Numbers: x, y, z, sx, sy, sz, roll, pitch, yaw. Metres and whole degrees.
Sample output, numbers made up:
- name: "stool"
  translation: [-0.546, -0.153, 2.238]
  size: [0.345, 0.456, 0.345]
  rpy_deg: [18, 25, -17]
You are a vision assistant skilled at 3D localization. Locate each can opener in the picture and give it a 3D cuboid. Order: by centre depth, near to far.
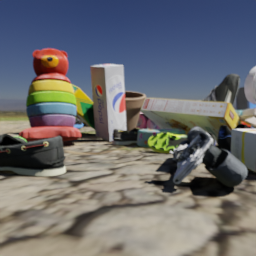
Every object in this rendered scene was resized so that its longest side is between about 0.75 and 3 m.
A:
- name: "can opener"
  translation: [1.101, 0.430, 4.313]
  size: [0.866, 0.686, 2.605]
  rpy_deg: [40, 10, 6]

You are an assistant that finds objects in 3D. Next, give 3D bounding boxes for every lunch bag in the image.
- name: "lunch bag"
  translation: [0.878, 0.252, 7.453]
  size: [1.259, 0.485, 1.010]
  rpy_deg: [1, 4, 20]

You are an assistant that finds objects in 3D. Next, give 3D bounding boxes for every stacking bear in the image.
- name: "stacking bear"
  translation: [-2.205, -0.968, 8.029]
  size: [1.607, 2.646, 1.505]
  rpy_deg: [-2, -6, -8]

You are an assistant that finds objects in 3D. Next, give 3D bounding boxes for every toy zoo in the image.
- name: "toy zoo"
  translation: [3.346, -0.042, 6.959]
  size: [1.860, 0.190, 1.220]
  rpy_deg: [23, -11, -5]

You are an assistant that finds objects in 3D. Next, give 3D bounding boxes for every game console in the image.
- name: "game console"
  translation: [5.104, -0.517, 9.094]
  size: [2.823, 1.670, 2.409]
  rpy_deg: [0, 8, 13]

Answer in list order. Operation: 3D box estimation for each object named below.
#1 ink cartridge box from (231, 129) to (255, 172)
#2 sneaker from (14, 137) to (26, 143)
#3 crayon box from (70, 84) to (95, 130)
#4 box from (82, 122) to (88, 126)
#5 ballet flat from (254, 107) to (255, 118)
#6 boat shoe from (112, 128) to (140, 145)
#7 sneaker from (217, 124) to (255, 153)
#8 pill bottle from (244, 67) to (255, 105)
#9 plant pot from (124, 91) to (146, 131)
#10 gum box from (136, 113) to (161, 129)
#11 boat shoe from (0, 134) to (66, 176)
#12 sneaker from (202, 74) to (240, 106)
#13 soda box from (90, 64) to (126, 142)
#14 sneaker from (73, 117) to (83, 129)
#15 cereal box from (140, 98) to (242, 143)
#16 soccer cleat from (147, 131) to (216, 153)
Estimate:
- name: "ink cartridge box"
  translation: [2.397, 0.353, 4.443]
  size: [1.077, 0.619, 1.484]
  rpy_deg: [0, 3, 1]
- name: "sneaker"
  translation: [-2.898, 0.419, 6.659]
  size: [0.924, 0.354, 0.387]
  rpy_deg: [-1, 27, -28]
- name: "crayon box"
  translation: [-2.167, -1.003, 11.418]
  size: [2.554, 0.744, 2.203]
  rpy_deg: [29, -12, 46]
- name: "box"
  translation: [-1.868, -0.811, 17.991]
  size: [2.226, 1.372, 2.208]
  rpy_deg: [-1, 4, -20]
- name: "ballet flat"
  translation: [3.301, -0.108, 7.866]
  size: [0.380, 0.552, 1.639]
  rpy_deg: [4, -29, -21]
- name: "boat shoe"
  translation: [0.194, 0.224, 8.170]
  size: [1.497, 0.451, 0.534]
  rpy_deg: [-3, 4, -38]
- name: "sneaker"
  translation: [2.624, 0.249, 5.819]
  size: [1.734, 0.675, 0.608]
  rpy_deg: [-2, 3, -22]
- name: "pill bottle"
  translation: [4.970, -1.189, 8.217]
  size: [1.569, 1.569, 2.696]
  rpy_deg: [-2, 11, -30]
- name: "plant pot"
  translation: [-0.257, -0.494, 10.207]
  size: [1.711, 1.493, 1.711]
  rpy_deg: [3, 16, -1]
- name: "gum box"
  translation: [1.473, -0.145, 10.740]
  size: [2.671, 0.883, 1.516]
  rpy_deg: [3, 5, 44]
- name: "boat shoe"
  translation: [-1.909, 0.386, 4.348]
  size: [1.958, 0.613, 0.716]
  rpy_deg: [-1, 5, 12]
- name: "sneaker"
  translation: [2.179, -0.645, 8.096]
  size: [1.495, 0.971, 2.588]
  rpy_deg: [21, -32, 17]
- name: "soda box"
  translation: [-0.588, -0.777, 8.619]
  size: [0.720, 2.269, 0.775]
  rpy_deg: [-17, 22, -38]
- name: "sneaker"
  translation: [-3.042, -0.494, 14.010]
  size: [1.033, 1.208, 2.915]
  rpy_deg: [-1, 3, 10]
- name: "cereal box"
  translation: [1.732, -0.163, 7.461]
  size: [2.392, 0.473, 1.721]
  rpy_deg: [8, -19, 41]
- name: "soccer cleat"
  translation: [1.208, 0.399, 6.373]
  size: [1.522, 0.492, 0.637]
  rpy_deg: [-4, -27, 7]
